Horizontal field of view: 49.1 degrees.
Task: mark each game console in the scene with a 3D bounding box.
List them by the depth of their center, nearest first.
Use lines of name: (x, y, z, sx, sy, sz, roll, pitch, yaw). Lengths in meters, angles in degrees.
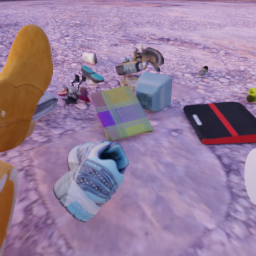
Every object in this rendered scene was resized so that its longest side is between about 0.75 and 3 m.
game console: (2.687, -0.174, 7.965, 1.838, 0.322, 2.078, -6, 29, -1)

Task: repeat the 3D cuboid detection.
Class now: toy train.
toy train: (0.153, -2.500, 11.414, 1.381, 0.588, 0.787, 4, 38, 37)

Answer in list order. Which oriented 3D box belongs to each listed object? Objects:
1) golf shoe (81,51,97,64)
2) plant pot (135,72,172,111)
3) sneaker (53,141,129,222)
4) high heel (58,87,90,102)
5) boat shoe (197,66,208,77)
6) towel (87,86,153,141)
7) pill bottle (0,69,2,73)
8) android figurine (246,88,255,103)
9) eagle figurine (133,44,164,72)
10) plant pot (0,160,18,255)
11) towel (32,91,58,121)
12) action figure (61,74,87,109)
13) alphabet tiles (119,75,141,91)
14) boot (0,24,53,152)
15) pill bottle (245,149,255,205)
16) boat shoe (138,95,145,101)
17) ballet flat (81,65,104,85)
golf shoe: (-1.834, -3.269, 13.171, 0.660, 0.521, 1.434, -12, 23, -12)
plant pot: (0.716, -1.056, 8.843, 0.997, 0.995, 1.016, 16, 39, 25)
sneaker: (-0.458, 0.697, 5.004, 1.062, 0.955, 2.460, -38, 13, 5)
high heel: (-1.800, -1.029, 9.351, 1.108, 0.533, 0.374, -2, 34, 22)
boat shoe: (3.156, -2.390, 11.816, 0.331, 0.275, 0.922, 19, 35, 29)
towel: (-0.239, -0.461, 7.864, 1.348, 0.214, 1.878, -15, 54, -20)
pill bottle: (-5.194, -2.126, 11.172, 0.459, 0.459, 0.828, -16, 32, -26)
android figurine: (4.906, -1.058, 9.392, 1.765, 0.362, 1.606, -16, 33, -25)
eagle figurine: (0.792, -2.677, 10.826, 1.200, 0.905, 0.910, 11, 31, 2)
plant pot: (-3.001, 1.100, 3.389, 2.728, 2.980, 2.980, 12, 29, -9)
towel: (-2.916, -0.769, 8.311, 1.082, 0.559, 1.307, 32, 43, 18)
action figure: (-1.718, -1.141, 8.534, 0.658, 0.565, 1.106, 16, 74, 27)
alphabet tiles: (0.613, -1.813, 11.019, 1.846, 0.058, 1.536, -4, 30, -7)
boot: (-2.499, -0.909, 6.066, 1.052, 2.990, 2.141, 10, 7, 0)
pill bottle: (3.453, 0.901, 4.946, 2.404, 1.340, 1.340, 2, 30, 3)
boat shoe: (0.666, -1.015, 9.153, 0.314, 0.364, 0.998, -8, 15, 32)
ballet flat: (-1.311, -1.862, 10.316, 0.473, 0.473, 1.294, -23, 46, -34)
